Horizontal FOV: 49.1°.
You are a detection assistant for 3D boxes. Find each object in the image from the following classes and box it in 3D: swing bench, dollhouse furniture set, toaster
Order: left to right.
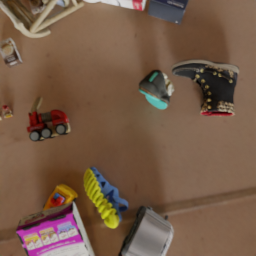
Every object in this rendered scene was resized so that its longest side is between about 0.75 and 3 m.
[{"bbox_3d":[-4.858,-0.544,10.327,1.038,0.422,0.559,-14,78,-20],"label":"dollhouse furniture set"},{"bbox_3d":[-3.659,-5.147,10.559,2.710,1.758,2.695,-41,82,-2],"label":"swing bench"},{"bbox_3d":[0.608,3.620,9.086,1.262,1.110,1.954,26,81,3],"label":"toaster"}]

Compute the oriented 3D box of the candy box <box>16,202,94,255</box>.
[{"bbox_3d":[-2.110,3.755,8.701,1.732,0.775,2.541,-17,106,-4],"label":"candy box"}]

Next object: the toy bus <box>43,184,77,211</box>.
[{"bbox_3d":[-2.359,2.539,9.277,0.821,1.162,1.210,33,82,5],"label":"toy bus"}]

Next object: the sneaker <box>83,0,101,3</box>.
[{"bbox_3d":[-1.139,-5.406,11.053,1.659,0.702,0.604,2,76,8],"label":"sneaker"}]

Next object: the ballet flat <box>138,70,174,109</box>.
[{"bbox_3d":[1.042,-1.239,9.168,0.943,2.774,0.949,32,93,11],"label":"ballet flat"}]

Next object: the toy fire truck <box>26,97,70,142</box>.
[{"bbox_3d":[-2.924,-0.409,10.059,1.411,1.031,1.603,-15,89,-2],"label":"toy fire truck"}]

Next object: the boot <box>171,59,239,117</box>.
[{"bbox_3d":[2.792,-1.437,10.225,2.491,0.912,1.876,6,79,-4],"label":"boot"}]

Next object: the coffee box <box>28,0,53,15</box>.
[{"bbox_3d":[-3.465,-4.921,11.175,0.844,0.337,0.477,-16,79,-3],"label":"coffee box"}]

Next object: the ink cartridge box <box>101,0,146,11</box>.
[{"bbox_3d":[-0.124,-4.871,9.664,1.585,0.661,1.151,15,94,6],"label":"ink cartridge box"}]

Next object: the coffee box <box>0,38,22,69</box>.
[{"bbox_3d":[-4.532,-2.861,10.738,0.556,0.388,0.972,-25,80,-5],"label":"coffee box"}]

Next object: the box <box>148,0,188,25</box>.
[{"bbox_3d":[1.728,-5.238,10.905,1.405,0.990,1.898,18,79,3],"label":"box"}]

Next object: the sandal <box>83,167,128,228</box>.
[{"bbox_3d":[-0.754,2.283,9.594,0.948,0.865,2.177,-19,69,-40],"label":"sandal"}]
